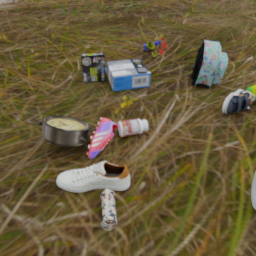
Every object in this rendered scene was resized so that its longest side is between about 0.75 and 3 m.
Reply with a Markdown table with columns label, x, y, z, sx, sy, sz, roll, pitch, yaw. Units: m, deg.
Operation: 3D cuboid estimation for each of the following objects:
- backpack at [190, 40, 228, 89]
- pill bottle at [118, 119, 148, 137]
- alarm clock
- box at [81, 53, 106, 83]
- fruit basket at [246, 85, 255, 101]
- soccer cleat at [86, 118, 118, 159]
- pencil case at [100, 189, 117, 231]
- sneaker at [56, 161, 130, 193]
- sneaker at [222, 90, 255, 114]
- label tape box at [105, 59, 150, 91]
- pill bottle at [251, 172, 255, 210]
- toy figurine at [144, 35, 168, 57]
| label | x | y | z | sx | sy | sz | roll | pitch | yaw |
| --- | --- | --- | --- | --- | --- | --- | --- | --- | --- |
| backpack | 3.828 | -3.038 | 13.194 | 1.508 | 2.004 | 1.779 | 6 | 37 | 8 |
| pill bottle | 0.183 | -0.018 | 10.444 | 1.051 | 0.590 | 0.590 | -8 | 38 | -13 |
| alarm clock | -2.335 | 0.059 | 9.499 | 2.244 | 0.747 | 1.514 | 17 | 18 | 6 |
| box | -1.660 | -2.885 | 13.504 | 1.121 | 1.399 | 0.310 | -4 | 38 | -7 |
| fruit basket | 6.077 | -1.548 | 12.033 | 1.806 | 1.302 | 1.806 | 10 | 47 | -11 |
| soccer cleat | -0.906 | 0.371 | 9.953 | 0.747 | 0.651 | 1.953 | 18 | 40 | -1 |
| pencil case | -0.538 | 2.203 | 7.646 | 0.421 | 0.484 | 1.082 | -3 | 37 | -5 |
| sneaker | -1.067 | 1.347 | 8.396 | 2.230 | 0.944 | 0.812 | -2 | 39 | 0 |
| sneaker | 4.660 | -1.094 | 11.695 | 0.767 | 0.758 | 1.933 | 24 | 42 | 36 |
| label tape box | -0.126 | -2.860 | 13.960 | 1.809 | 0.794 | 2.508 | -9 | 39 | -11 |
| pill bottle | 4.722 | 1.803 | 7.467 | 2.419 | 1.358 | 1.358 | 10 | 39 | 11 |
| toy figurine | 1.369 | -4.702 | 16.639 | 1.135 | 1.000 | 1.895 | -7 | 24 | 42 |
